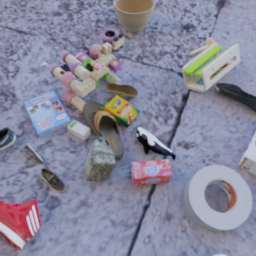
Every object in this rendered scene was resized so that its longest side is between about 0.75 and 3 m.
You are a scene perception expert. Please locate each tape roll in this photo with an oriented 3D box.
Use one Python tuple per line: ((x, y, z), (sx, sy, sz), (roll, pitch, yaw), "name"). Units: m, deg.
((2.797, 2.206, 8.830), (1.987, 0.656, 1.987), (1, 66, -3), "tape roll")

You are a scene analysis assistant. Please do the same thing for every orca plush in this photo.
((0.908, 0.729, 10.321), (1.839, 0.654, 0.967), (33, 16, 17), "orca plush")

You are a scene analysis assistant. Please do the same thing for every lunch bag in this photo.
((-0.998, 1.087, 9.484), (0.859, 1.232, 1.034), (0, 50, -26), "lunch bag")

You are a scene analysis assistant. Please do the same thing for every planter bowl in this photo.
((0.307, -5.846, 14.415), (2.063, 1.389, 2.063), (0, 54, 0), "planter bowl")

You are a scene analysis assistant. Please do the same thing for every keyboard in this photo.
((-2.048, -2.954, 13.015), (2.363, 0.303, 1.419), (-37, 62, -22), "keyboard")

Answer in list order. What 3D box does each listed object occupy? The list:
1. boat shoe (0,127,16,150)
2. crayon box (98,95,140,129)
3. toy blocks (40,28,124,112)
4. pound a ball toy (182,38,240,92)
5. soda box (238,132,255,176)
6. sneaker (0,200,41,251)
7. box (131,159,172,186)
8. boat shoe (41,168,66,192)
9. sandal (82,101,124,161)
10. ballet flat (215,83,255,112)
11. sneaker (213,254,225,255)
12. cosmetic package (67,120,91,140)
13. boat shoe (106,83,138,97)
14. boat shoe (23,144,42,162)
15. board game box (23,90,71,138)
((-5.142, 0.736, 10.095), (2.174, 0.672, 0.814), (-31, 65, -17), "boat shoe")
((-0.348, -0.704, 11.072), (1.405, 0.357, 0.892), (34, 52, 6), "crayon box")
((-1.845, -2.644, 11.243), (2.333, 2.771, 2.590), (39, 63, 18), "toy blocks")
((3.587, -2.831, 12.556), (2.933, 1.246, 1.912), (-38, 37, -24), "pound a ball toy")
((4.838, 0.587, 10.160), (0.720, 0.771, 2.263), (29, 59, 19), "soda box")
((-3.688, 2.583, 8.808), (2.314, 0.907, 1.337), (39, 54, 11), "sneaker")
((0.777, 1.529, 9.542), (1.302, 0.649, 0.621), (-4, 56, -5), "box")
((-2.592, 1.777, 9.554), (1.121, 0.363, 0.410), (29, 60, 20), "boat shoe")
((-0.899, -0.045, 10.504), (1.133, 0.757, 2.772), (-10, 55, -21), "sandal")
((4.632, -1.239, 11.677), (0.772, 0.660, 2.324), (-35, 54, -29), "ballet flat")
((1.863, 3.999, 7.500), (2.396, 0.960, 0.843), (-14, 79, -7), "sneaker")
((-1.889, 0.091, 10.787), (0.800, 0.339, 0.431), (25, 56, 19), "cosmetic package")
((-0.262, -1.556, 11.889), (1.354, 0.437, 0.482), (13, 62, -5), "boat shoe")
((-3.469, 0.980, 10.180), (0.289, 0.339, 1.013), (-44, 60, -13), "boat shoe")
((-3.271, -0.605, 11.285), (1.379, 0.334, 1.824), (-24, 58, -17), "board game box")
